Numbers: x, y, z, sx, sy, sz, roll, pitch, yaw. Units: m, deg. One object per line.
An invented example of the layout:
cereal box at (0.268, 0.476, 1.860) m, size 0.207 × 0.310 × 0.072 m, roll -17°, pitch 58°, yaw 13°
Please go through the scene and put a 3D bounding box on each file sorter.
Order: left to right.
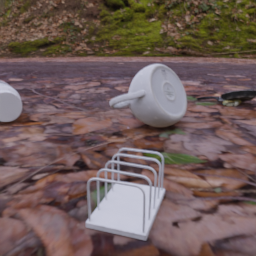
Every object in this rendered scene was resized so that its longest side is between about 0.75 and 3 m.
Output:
file sorter at (0.025, 1.065, 5.060) m, size 1.046 × 0.939 × 1.508 m, roll 6°, pitch 18°, yaw 17°

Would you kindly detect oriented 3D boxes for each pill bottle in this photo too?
pill bottle at (-5.014, -1.062, 10.992) m, size 1.373 × 1.373 × 2.371 m, roll -11°, pitch 22°, yaw -30°

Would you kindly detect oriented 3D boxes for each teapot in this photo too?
teapot at (0.789, -0.991, 9.980) m, size 1.739 × 2.381 × 2.350 m, roll -21°, pitch 34°, yaw 42°

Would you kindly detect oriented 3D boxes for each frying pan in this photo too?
frying pan at (4.704, -1.471, 13.338) m, size 2.771 × 0.451 × 1.676 m, roll -4°, pitch -6°, yaw 13°

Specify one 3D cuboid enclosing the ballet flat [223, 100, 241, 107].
ballet flat at (4.845, -1.115, 12.996) m, size 0.887 × 0.314 × 0.314 m, roll -1°, pitch 18°, yaw -5°
